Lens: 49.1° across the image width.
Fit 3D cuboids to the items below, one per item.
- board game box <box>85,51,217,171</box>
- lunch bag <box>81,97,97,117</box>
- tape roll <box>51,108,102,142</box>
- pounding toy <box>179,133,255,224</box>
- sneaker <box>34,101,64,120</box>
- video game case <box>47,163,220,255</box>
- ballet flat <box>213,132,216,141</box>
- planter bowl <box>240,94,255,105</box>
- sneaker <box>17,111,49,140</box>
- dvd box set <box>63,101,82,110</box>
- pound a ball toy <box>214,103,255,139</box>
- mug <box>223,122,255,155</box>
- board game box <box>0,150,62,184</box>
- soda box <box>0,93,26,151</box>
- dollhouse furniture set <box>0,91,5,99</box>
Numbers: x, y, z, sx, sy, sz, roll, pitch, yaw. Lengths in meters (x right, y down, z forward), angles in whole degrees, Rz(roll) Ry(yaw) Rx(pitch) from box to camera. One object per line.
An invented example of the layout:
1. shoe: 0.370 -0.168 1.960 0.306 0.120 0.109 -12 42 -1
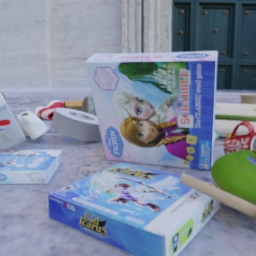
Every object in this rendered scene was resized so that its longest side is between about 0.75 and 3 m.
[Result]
1. board game box: 0.620 -0.354 6.892 2.909 2.916 0.600 3 34 19
2. lunch bag: -1.733 -0.902 14.035 1.034 1.232 0.859 11 -27 -30
3. tape roll: -1.795 -0.138 10.337 1.987 0.656 1.987 16 9 -3
4. pounding toy: 2.320 0.682 4.613 2.428 1.127 1.874 -4 29 -46
5. sneaker: -3.995 -0.862 15.624 1.337 0.907 2.314 13 27 20
6. video game case: 0.149 1.247 4.805 2.246 0.511 2.036 7 12 35
7. ballet flat: 2.174 0.128 9.091 2.324 0.772 0.660 17 -5 -39
8. planter bowl: 6.809 -1.006 14.343 2.063 1.389 2.063 0 9 0
9. sneaker: -3.705 -0.199 10.458 0.843 0.960 2.396 -40 22 -27
10. dvd box set: -3.003 -1.528 18.779 2.615 0.384 1.913 -3 -2 -18
11. pound a ball toy: 4.243 0.008 10.367 2.933 1.246 1.912 6 -13 30
12. mug: 3.143 0.396 7.376 0.802 1.068 1.203 2 -5 -17
13. board game box: -2.629 0.920 6.906 1.667 0.363 1.676 1 11 -3
14. soda box: -3.611 -0.238 7.819 0.777 0.831 2.440 -29 -17 -20
15. dollhouse furniture set: -4.384 0.047 9.481 1.096 1.743 1.971 -20 56 -3
